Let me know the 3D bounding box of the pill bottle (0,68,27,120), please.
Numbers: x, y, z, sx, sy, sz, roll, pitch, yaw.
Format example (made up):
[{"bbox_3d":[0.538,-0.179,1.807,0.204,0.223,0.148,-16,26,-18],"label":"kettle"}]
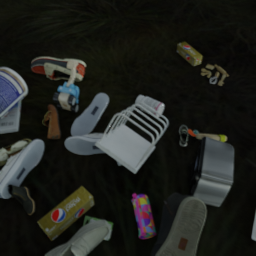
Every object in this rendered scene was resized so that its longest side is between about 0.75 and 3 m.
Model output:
[{"bbox_3d":[-5.304,-1.070,10.901,1.489,1.489,2.574,20,52,16],"label":"pill bottle"}]

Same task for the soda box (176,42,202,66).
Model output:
[{"bbox_3d":[3.109,-3.775,14.269,0.504,0.476,1.487,-23,53,-17],"label":"soda box"}]

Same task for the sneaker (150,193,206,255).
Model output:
[{"bbox_3d":[1.235,3.204,7.983,1.024,1.454,2.738,30,80,-7],"label":"sneaker"}]

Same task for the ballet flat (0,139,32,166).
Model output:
[{"bbox_3d":[-4.251,0.862,10.125,1.698,0.600,0.600,-25,53,-21],"label":"ballet flat"}]

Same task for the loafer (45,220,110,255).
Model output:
[{"bbox_3d":[-1.366,3.337,7.689,2.079,0.727,0.726,-35,24,-10],"label":"loafer"}]

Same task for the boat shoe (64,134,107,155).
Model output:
[{"bbox_3d":[-1.302,0.565,10.422,2.034,0.748,0.665,5,27,4],"label":"boat shoe"}]

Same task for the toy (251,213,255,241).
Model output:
[{"bbox_3d":[4.545,2.685,8.599,1.287,0.528,2.235,20,53,13],"label":"toy"}]

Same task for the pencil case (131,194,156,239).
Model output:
[{"bbox_3d":[0.452,2.682,8.548,0.581,0.581,1.315,-9,52,-8],"label":"pencil case"}]

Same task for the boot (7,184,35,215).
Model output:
[{"bbox_3d":[-3.380,2.255,8.780,0.401,0.717,1.036,-45,55,4],"label":"boot"}]

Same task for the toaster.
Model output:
[{"bbox_3d":[2.567,1.461,8.874,1.081,1.647,1.821,13,47,10],"label":"toaster"}]

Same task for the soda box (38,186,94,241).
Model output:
[{"bbox_3d":[-1.871,2.610,8.643,1.697,0.543,0.575,-37,58,-28],"label":"soda box"}]

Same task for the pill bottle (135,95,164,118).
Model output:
[{"bbox_3d":[0.884,-0.919,11.673,1.108,0.628,0.628,27,54,22],"label":"pill bottle"}]

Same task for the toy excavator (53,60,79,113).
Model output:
[{"bbox_3d":[-2.415,-1.713,11.576,0.844,1.642,1.689,11,63,9],"label":"toy excavator"}]

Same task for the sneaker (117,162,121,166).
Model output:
[{"bbox_3d":[0.101,0.975,10.098,1.147,0.419,0.406,-20,79,-16],"label":"sneaker"}]

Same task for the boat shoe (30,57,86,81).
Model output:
[{"bbox_3d":[-3.328,-2.653,12.990,2.783,0.991,0.871,6,72,14],"label":"boat shoe"}]

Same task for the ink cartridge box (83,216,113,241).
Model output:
[{"bbox_3d":[-0.947,2.984,8.362,0.904,0.268,0.469,12,86,10],"label":"ink cartridge box"}]

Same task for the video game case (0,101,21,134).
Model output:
[{"bbox_3d":[-5.604,-0.827,11.845,2.018,0.254,2.818,-8,50,-6],"label":"video game case"}]

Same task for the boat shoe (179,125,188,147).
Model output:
[{"bbox_3d":[2.180,0.245,10.858,0.357,0.321,1.009,5,49,4],"label":"boat shoe"}]

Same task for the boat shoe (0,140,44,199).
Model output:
[{"bbox_3d":[-3.816,1.263,9.604,0.775,0.872,2.371,13,47,20],"label":"boat shoe"}]

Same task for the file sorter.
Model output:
[{"bbox_3d":[0.277,0.155,9.353,1.550,1.391,2.234,35,24,8],"label":"file sorter"}]

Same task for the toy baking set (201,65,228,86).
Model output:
[{"bbox_3d":[4.161,-2.523,13.404,1.160,0.176,1.511,-27,54,-18],"label":"toy baking set"}]

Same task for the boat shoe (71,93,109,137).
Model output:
[{"bbox_3d":[-1.477,-0.409,11.178,0.784,0.696,2.130,39,75,1],"label":"boat shoe"}]

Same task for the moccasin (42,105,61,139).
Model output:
[{"bbox_3d":[-3.084,-0.249,11.157,0.649,0.615,1.682,-5,58,-17],"label":"moccasin"}]

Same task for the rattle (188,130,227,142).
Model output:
[{"bbox_3d":[2.948,0.629,10.608,1.426,1.018,0.928,4,19,28],"label":"rattle"}]
